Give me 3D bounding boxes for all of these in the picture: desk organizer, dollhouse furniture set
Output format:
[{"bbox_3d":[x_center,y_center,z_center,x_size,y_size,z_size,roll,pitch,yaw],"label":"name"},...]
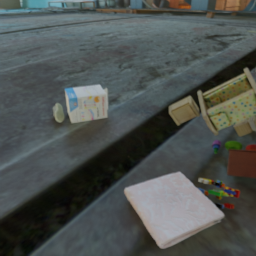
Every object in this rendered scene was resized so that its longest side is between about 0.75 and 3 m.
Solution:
[{"bbox_3d":[3.843,1.135,7.761,2.033,0.729,0.783,2,66,27],"label":"desk organizer"},{"bbox_3d":[3.144,-0.022,9.090,2.753,2.435,1.530,-27,32,25],"label":"dollhouse furniture set"}]

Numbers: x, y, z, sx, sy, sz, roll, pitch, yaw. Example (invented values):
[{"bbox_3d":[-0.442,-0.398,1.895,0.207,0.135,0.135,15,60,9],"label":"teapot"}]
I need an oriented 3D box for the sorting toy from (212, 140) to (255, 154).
[{"bbox_3d":[3.450,0.787,8.914,1.537,0.533,0.529,9,55,14],"label":"sorting toy"}]

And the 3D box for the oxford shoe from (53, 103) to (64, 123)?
[{"bbox_3d":[-2.840,-0.554,11.289,0.342,0.446,1.185,-39,37,14],"label":"oxford shoe"}]

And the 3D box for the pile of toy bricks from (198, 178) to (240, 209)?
[{"bbox_3d":[2.375,1.689,7.220,0.566,0.636,1.147,12,-1,-40],"label":"pile of toy bricks"}]

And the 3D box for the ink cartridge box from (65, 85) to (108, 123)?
[{"bbox_3d":[-1.580,-1.001,11.267,1.684,1.083,1.055,-10,32,-15],"label":"ink cartridge box"}]

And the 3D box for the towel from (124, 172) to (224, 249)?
[{"bbox_3d":[1.070,1.916,6.948,1.800,0.304,1.885,-13,32,-23],"label":"towel"}]

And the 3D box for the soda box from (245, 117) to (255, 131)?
[{"bbox_3d":[5.203,-0.174,10.140,0.722,0.776,2.275,-25,38,-36],"label":"soda box"}]
